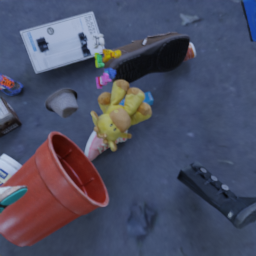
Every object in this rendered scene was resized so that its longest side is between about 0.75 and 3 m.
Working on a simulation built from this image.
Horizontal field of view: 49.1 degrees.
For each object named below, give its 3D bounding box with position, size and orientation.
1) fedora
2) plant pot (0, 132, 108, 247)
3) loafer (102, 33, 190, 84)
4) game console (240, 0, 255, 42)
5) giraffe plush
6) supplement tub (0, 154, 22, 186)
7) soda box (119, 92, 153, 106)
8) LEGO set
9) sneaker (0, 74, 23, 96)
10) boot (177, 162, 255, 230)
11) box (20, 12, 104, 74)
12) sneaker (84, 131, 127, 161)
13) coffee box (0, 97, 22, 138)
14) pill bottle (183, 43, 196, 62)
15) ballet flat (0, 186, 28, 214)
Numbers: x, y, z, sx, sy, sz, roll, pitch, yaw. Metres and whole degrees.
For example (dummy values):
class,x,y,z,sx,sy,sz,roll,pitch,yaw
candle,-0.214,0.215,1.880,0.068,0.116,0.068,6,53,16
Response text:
class,x,y,z,sx,sy,sz,roll,pitch,yaw
fedora,-1.578,-0.549,7.019,0.855,0.966,0.436,-33,76,-6
plant pot,-1.761,1.425,6.093,1.899,1.953,1.953,-38,73,4
loafer,0.509,-2.071,7.571,2.890,1.055,1.026,-23,50,-32
game console,3.185,-2.740,6.859,0.630,0.909,1.064,-39,116,-26
giraffe plush,-0.307,-0.204,6.495,1.333,1.253,1.545,33,115,1
supplement tub,-3.183,1.325,6.938,0.838,0.838,1.156,29,67,10
soda box,0.239,-0.756,8.475,1.003,0.340,0.322,-17,70,-6
LEGO set,-0.415,-1.444,5.988,0.472,0.438,1.149,-7,90,39
sneaker,-3.877,-1.400,8.620,1.359,0.533,0.512,19,71,7
boot,2.319,1.531,6.893,1.852,1.527,0.608,36,114,41
box,-1.975,-2.601,8.622,2.241,0.674,1.307,-20,104,-13
sneaker,-0.541,0.319,7.911,0.857,0.617,1.640,23,67,14
coffee box,-3.993,-0.063,7.905,1.624,0.918,0.648,-33,73,-13
pill bottle,1.651,-2.305,8.817,0.848,0.475,0.475,-20,70,5
ballet flat,-2.142,1.216,4.717,0.977,0.333,0.329,-40,65,-2
